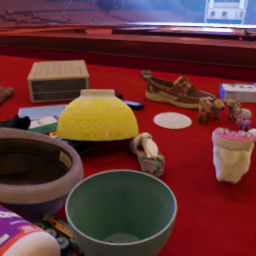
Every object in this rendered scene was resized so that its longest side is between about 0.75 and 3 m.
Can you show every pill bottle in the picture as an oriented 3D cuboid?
[{"bbox_3d":[-2.068,1.768,4.180,2.001,1.125,1.125,16,30,29],"label":"pill bottle"}]

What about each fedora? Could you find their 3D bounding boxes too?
[{"bbox_3d":[-2.199,1.019,5.621,2.576,1.163,2.278,11,24,1],"label":"fedora"}]

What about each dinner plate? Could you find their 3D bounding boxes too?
[{"bbox_3d":[1.539,-0.301,9.734,1.297,0.157,1.297,1,26,-1],"label":"dinner plate"}]

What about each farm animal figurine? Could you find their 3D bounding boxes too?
[{"bbox_3d":[3.299,-0.641,9.568,1.751,0.881,1.414,7,26,14],"label":"farm animal figurine"}]

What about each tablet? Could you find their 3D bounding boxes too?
[{"bbox_3d":[-3.102,-0.543,10.260,1.755,0.120,1.142,-7,26,-12],"label":"tablet"}]

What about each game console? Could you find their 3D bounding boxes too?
[{"bbox_3d":[-0.272,-1.044,11.176,2.027,0.244,1.195,13,29,25],"label":"game console"}]

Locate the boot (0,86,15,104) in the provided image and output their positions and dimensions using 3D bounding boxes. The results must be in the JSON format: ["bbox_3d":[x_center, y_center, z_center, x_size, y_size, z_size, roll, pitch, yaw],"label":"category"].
[{"bbox_3d":[-5.645,-1.326,11.588,1.400,0.483,1.503,1,30,7],"label":"boot"}]

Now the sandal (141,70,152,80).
[{"bbox_3d":[0.986,-2.882,14.879,0.586,0.391,1.433,0,25,1],"label":"sandal"}]

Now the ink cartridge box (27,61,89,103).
[{"bbox_3d":[-3.027,-2.138,12.461,2.419,1.103,2.937,-4,26,-11],"label":"ink cartridge box"}]

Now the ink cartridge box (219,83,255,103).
[{"bbox_3d":[5.143,-1.473,11.744,2.368,0.524,1.113,3,26,6],"label":"ink cartridge box"}]

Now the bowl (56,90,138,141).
[{"bbox_3d":[-0.859,-0.442,7.985,2.349,1.264,2.349,1,8,0],"label":"bowl"}]

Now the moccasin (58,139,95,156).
[{"bbox_3d":[-1.577,0.527,7.243,0.604,0.713,1.772,0,22,37],"label":"moccasin"}]

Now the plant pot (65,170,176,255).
[{"bbox_3d":[-0.105,1.615,4.510,1.676,1.129,1.676,0,25,0],"label":"plant pot"}]

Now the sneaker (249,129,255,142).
[{"bbox_3d":[4.115,0.209,8.102,0.513,0.603,1.362,-14,26,-24],"label":"sneaker"}]

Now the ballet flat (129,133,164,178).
[{"bbox_3d":[0.490,0.526,7.302,0.708,0.708,1.968,-5,24,-11],"label":"ballet flat"}]

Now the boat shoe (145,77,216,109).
[{"bbox_3d":[2.064,-1.505,11.182,2.941,1.058,1.061,15,29,28],"label":"boat shoe"}]

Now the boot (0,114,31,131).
[{"bbox_3d":[-3.725,0.059,8.038,1.304,0.593,1.553,-11,12,28],"label":"boot"}]

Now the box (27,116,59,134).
[{"bbox_3d":[-2.770,-0.039,8.971,1.247,0.307,0.513,-17,30,-31],"label":"box"}]

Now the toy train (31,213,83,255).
[{"bbox_3d":[-1.225,1.875,4.800,1.123,0.479,0.640,16,21,31],"label":"toy train"}]

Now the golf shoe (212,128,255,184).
[{"bbox_3d":[2.536,0.632,6.905,1.013,1.231,2.690,7,3,27],"label":"golf shoe"}]

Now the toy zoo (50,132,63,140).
[{"bbox_3d":[-2.058,0.249,8.623,0.836,0.086,0.548,-13,28,-26],"label":"toy zoo"}]
